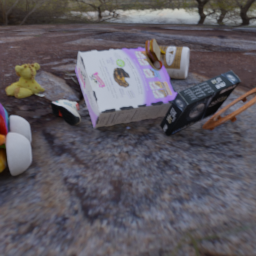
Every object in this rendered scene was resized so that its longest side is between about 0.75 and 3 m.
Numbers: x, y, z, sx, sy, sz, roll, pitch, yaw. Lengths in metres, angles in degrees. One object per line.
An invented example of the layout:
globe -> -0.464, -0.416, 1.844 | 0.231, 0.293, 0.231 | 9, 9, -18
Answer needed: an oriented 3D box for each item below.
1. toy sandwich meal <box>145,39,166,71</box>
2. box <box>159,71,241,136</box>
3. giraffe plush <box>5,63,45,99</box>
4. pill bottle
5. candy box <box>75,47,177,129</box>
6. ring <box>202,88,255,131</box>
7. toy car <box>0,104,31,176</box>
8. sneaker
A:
toy sandwich meal -> 0.789, -2.070, 7.897 | 0.328, 0.959, 0.959 | -16, 13, 34
box -> 2.148, -0.724, 8.523 | 2.161, 1.731, 0.470 | -23, 66, -26
giraffe plush -> -4.496, -2.140, 12.280 | 1.682, 1.364, 1.451 | 5, 26, 11
pill bottle -> 1.737, -3.495, 14.868 | 2.810, 1.607, 1.607 | 7, 26, 15
candy box -> -0.073, -1.450, 9.527 | 2.887, 1.033, 2.422 | -10, 65, -23
ring -> 3.435, -0.624, 8.725 | 2.496, 0.239, 2.496 | -36, -1, 0
toy car -> -3.615, 0.120, 6.887 | 2.198, 1.884, 2.512 | -8, 26, -15
sneaker -> -2.040, -0.659, 9.991 | 0.842, 0.634, 1.801 | -25, 32, -32
